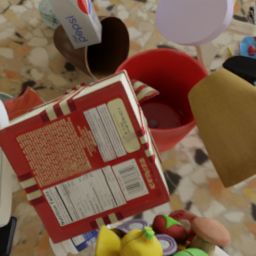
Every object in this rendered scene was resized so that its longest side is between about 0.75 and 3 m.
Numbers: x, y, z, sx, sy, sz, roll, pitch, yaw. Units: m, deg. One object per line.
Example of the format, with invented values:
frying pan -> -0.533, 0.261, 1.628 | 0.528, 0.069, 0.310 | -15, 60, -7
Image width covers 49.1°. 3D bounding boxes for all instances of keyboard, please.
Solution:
keyboard -> -4.217, 2.642, 7.473 | 2.404, 0.308, 1.444 | 3, 71, 1

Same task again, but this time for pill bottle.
pill bottle -> -1.225, 2.682, 7.155 | 1.434, 0.796, 0.796 | -28, 67, -13

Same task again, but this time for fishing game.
fishing game -> 4.918, -2.844, 10.002 | 2.489, 0.387, 1.783 | -11, 65, 3

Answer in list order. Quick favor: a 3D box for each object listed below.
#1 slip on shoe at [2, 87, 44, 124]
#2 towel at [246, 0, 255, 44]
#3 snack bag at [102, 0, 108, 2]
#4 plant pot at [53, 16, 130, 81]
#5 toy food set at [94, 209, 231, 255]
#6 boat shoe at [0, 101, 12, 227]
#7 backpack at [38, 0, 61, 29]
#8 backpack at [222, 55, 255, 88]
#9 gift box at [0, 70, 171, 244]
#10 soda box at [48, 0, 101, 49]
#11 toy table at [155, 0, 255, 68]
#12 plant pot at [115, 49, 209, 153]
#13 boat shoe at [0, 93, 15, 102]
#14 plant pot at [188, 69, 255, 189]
slip on shoe -> -3.184, -0.182, 6.382 | 2.681, 0.993, 0.820 | -33, 106, -32
towel -> 3.980, -2.665, 7.269 | 1.689, 0.723, 1.399 | 10, 59, -1
snack bag -> -0.905, -4.335, 7.050 | 2.100, 0.225, 1.980 | 35, 109, 29
plant pot -> -1.419, -2.789, 9.338 | 2.191, 2.048, 2.048 | 24, 65, 32
toy food set -> 0.784, 1.719, 4.353 | 2.646, 0.864, 1.557 | 9, 16, -37
boat shoe -> -2.799, 0.631, 5.339 | 0.866, 0.910, 2.528 | 3, 82, -42
backpack -> -2.571, -4.239, 10.468 | 1.490, 0.943, 1.244 | 26, 69, 14
backpack -> 3.216, -1.270, 7.441 | 1.046, 1.361, 1.110 | -40, 45, -11
gift box -> -0.442, 0.344, 5.411 | 2.663, 2.486, 2.457 | -17, 104, 3
soda box -> -1.364, -3.030, 6.647 | 0.768, 2.251, 0.714 | -10, 53, 12
toy table -> 1.914, -2.705, 7.001 | 1.368, 2.147, 2.336 | 6, 30, -36
plant pot -> 0.824, -0.527, 7.900 | 2.575, 2.279, 2.575 | 0, 65, 0
boat shoe -> -4.004, -0.697, 8.994 | 2.372, 0.864, 0.733 | 19, 22, 17
plant pot -> 2.218, -0.137, 5.794 | 1.920, 1.920, 2.060 | -29, 76, -13
